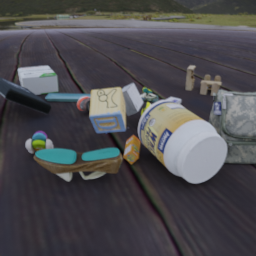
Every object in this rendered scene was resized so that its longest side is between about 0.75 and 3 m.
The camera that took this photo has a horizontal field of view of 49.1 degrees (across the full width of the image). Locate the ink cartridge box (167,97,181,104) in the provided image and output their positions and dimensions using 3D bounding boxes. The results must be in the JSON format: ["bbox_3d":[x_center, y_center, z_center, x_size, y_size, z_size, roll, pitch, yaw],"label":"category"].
[{"bbox_3d":[1.940,-1.148,12.952,0.552,0.216,1.165,19,28,33],"label":"ink cartridge box"}]

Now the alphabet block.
[{"bbox_3d":[-0.603,-0.522,8.573,0.979,0.984,1.003,-4,57,5],"label":"alphabet block"}]

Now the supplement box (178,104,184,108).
[{"bbox_3d":[1.860,-0.642,10.836,0.599,0.350,0.951,34,-7,-21],"label":"supplement box"}]

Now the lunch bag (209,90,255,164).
[{"bbox_3d":[3.695,-0.125,8.529,2.445,2.050,1.703,2,25,4],"label":"lunch bag"}]

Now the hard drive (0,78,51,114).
[{"bbox_3d":[-4.634,-1.459,11.775,1.901,0.448,2.724,24,4,-45],"label":"hard drive"}]

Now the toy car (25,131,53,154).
[{"bbox_3d":[-2.731,0.441,8.705,0.761,0.652,0.870,1,-18,-9],"label":"toy car"}]

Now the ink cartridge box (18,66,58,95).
[{"bbox_3d":[-4.890,-2.589,15.114,1.737,0.984,2.369,-10,27,-21],"label":"ink cartridge box"}]

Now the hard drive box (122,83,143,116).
[{"bbox_3d":[0.100,-1.092,10.598,0.447,0.906,1.163,-22,14,22],"label":"hard drive box"}]

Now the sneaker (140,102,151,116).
[{"bbox_3d":[0.939,-0.318,10.508,0.828,0.728,1.956,22,33,-9],"label":"sneaker"}]

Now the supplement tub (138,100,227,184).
[{"bbox_3d":[1.448,0.334,7.882,1.651,1.651,2.286,-11,30,-23],"label":"supplement tub"}]

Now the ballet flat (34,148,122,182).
[{"bbox_3d":[-1.307,1.008,7.481,2.315,0.837,0.785,-2,26,-5],"label":"ballet flat"}]

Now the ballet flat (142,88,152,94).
[{"bbox_3d":[0.907,-1.884,14.168,0.263,0.262,0.783,41,16,35],"label":"ballet flat"}]

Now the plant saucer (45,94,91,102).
[{"bbox_3d":[-2.870,-1.464,13.630,2.152,0.204,0.752,2,25,0],"label":"plant saucer"}]

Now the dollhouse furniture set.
[{"bbox_3d":[4.029,-2.568,14.850,1.771,1.176,1.552,9,26,19],"label":"dollhouse furniture set"}]

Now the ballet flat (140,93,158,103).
[{"bbox_3d":[0.918,-1.485,13.475,1.119,0.415,0.415,7,26,16],"label":"ballet flat"}]

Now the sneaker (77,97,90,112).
[{"bbox_3d":[-1.177,-1.080,12.169,2.046,0.788,0.838,-25,36,-36],"label":"sneaker"}]

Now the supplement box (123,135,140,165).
[{"bbox_3d":[0.130,0.665,8.708,0.362,0.374,1.087,43,23,-15],"label":"supplement box"}]
